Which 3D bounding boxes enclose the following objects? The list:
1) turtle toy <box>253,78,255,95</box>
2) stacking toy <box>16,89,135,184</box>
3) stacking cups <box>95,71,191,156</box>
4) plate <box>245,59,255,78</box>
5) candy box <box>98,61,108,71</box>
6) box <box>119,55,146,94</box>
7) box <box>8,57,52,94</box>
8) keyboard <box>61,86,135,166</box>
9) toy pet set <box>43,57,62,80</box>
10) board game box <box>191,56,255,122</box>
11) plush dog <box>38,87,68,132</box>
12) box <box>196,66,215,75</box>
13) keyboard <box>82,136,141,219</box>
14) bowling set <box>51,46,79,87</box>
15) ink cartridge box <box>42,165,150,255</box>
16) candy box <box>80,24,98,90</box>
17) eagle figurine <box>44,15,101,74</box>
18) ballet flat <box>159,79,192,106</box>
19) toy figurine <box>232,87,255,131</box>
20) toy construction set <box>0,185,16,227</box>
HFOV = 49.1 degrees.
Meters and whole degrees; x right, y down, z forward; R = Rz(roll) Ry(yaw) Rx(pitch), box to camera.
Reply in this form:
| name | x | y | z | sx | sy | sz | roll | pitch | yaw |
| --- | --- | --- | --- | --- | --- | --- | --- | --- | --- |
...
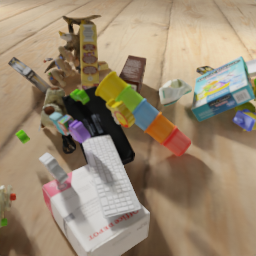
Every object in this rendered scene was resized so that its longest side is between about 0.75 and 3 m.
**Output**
| name | x | y | z | sx | sy | sz | roll | pitch | yaw |
| --- | --- | --- | --- | --- | --- | --- | --- | --- | --- |
| turtle toy | 4.642 | -1.255 | 8.961 | 1.402 | 1.924 | 0.973 | -26 | -1 | -31 |
| stacking toy | -1.373 | 0.013 | 6.618 | 2.042 | 0.636 | 2.709 | -41 | 34 | -20 |
| stacking cups | 0.400 | -0.276 | 7.476 | 2.792 | 0.845 | 0.845 | 42 | 45 | 3 |
| plate | 5.000 | -2.344 | 10.996 | 1.721 | 0.278 | 1.718 | -11 | 23 | 13 |
| candy box | -1.343 | -2.711 | 12.284 | 0.854 | 0.236 | 0.493 | -15 | 37 | -20 |
| box | 0.130 | -1.733 | 10.109 | 0.785 | 1.049 | 2.095 | 12 | 36 | 5 |
| box | -3.549 | -1.891 | 10.191 | 1.464 | 1.160 | 0.354 | 35 | 83 | 37 |
| keyboard | -1.053 | 0.055 | 7.469 | 1.613 | 0.345 | 2.686 | -21 | 57 | -11 |
| toy pet set | -2.915 | -2.433 | 11.157 | 0.768 | 0.822 | 0.437 | -21 | 11 | -3 |
| board game box | 3.075 | -1.345 | 9.245 | 1.762 | 0.548 | 2.334 | -25 | 23 | 30 |
| plush dog | -1.890 | -0.339 | 8.363 | 1.304 | 1.218 | 1.519 | 12 | 36 | -16 |
| box | 3.375 | -2.387 | 11.868 | 0.615 | 0.190 | 0.770 | -17 | 38 | -20 |
| keyboard | -0.446 | 0.881 | 5.894 | 0.691 | 0.131 | 2.457 | -5 | 32 | -16 |
| bowling set | -2.145 | -2.378 | 10.537 | 1.069 | 1.536 | 0.825 | -29 | 74 | -37 |
| ink cartridge box | -0.665 | 1.649 | 5.549 | 1.357 | 0.767 | 1.852 | -23 | 41 | -29 |
| candy box | -1.339 | -2.296 | 9.674 | 0.598 | 1.236 | 2.119 | -3 | 78 | -8 |
| eagle figurine | -2.338 | -3.384 | 11.842 | 2.046 | 2.711 | 2.057 | 8 | -5 | -34 |
| ballet flat | 1.563 | -1.261 | 9.088 | 0.702 | 0.702 | 2.021 | 18 | 26 | 24 |
| toy figurine | 3.546 | -0.450 | 8.146 | 1.266 | 1.115 | 2.113 | -7 | 31 | -21 |
| toy construction set | -2.991 | 1.727 | 5.555 | 1.579 | 0.727 | 1.035 | -14 | 38 | -1 |
